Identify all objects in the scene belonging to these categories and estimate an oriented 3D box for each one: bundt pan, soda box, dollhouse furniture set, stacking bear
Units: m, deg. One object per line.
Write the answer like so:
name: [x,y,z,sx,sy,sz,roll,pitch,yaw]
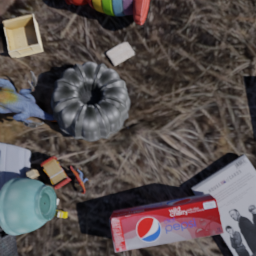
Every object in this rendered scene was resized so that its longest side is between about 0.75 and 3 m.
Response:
bundt pan: [-1.171,-0.944,8.644,2.594,0.973,2.594,1,72,-5]
soda box: [1.027,2.642,7.924,2.983,1.044,0.946,-11,85,4]
dollhouse furniture set: [-2.650,1.633,8.373,1.631,0.663,0.878,-31,83,-12]
stacking bear: [-0.767,-4.504,9.200,2.835,1.612,1.722,10,120,8]

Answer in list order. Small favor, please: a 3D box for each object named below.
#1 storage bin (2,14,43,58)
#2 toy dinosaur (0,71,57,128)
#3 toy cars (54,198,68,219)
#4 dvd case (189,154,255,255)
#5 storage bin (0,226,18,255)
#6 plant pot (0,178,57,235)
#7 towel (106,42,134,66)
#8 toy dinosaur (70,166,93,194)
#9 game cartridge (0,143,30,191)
storage bin: [-3.563,-3.068,9.441,1.125,0.531,1.133,-14,80,-3]
toy dinosaur: [-3.344,-0.933,8.706,2.671,2.944,1.546,29,78,-40]
toy cars: [-2.217,2.424,8.522,0.407,0.201,0.909,-39,80,7]
dvd case: [3.442,2.464,8.474,2.027,0.334,2.697,-31,80,-4]
storage bin: [-4.443,3.400,7.635,2.361,1.596,1.107,-11,82,-2]
plant pot: [-2.591,2.074,7.592,1.021,1.524,1.524,-9,79,13]
towel: [-0.258,-2.524,9.533,0.852,0.147,0.564,-32,80,-6]
toy dinosaur: [-1.500,1.626,8.510,0.428,0.816,0.741,-36,51,26]
game cartridge: [-4.539,1.415,8.600,2.942,0.601,1.958,-2,75,0]
